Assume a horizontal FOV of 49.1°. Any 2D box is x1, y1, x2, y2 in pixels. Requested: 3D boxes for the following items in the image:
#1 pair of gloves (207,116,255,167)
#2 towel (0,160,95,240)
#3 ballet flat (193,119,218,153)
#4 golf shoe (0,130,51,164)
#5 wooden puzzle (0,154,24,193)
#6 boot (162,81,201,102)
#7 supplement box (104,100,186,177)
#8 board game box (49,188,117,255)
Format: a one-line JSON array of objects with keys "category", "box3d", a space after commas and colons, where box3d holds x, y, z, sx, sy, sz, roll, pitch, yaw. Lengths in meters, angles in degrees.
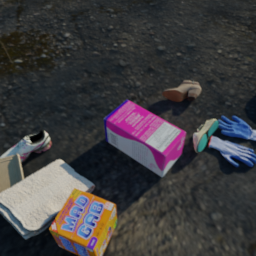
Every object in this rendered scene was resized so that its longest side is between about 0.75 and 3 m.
[{"category": "pair of gloves", "box3d": [4.468, 0.510, 11.552, 2.024, 0.287, 2.517, 24, 53, 19]}, {"category": "towel", "box3d": [-2.792, 2.234, 9.484, 1.924, 0.500, 2.903, 32, 42, 24]}, {"category": "ballet flat", "box3d": [3.065, 0.300, 11.580, 0.668, 0.668, 1.922, 31, 54, 23]}, {"category": "golf shoe", "box3d": [-4.077, 0.754, 10.902, 2.098, 0.966, 0.762, -31, 57, -22]}, {"category": "wooden puzzle", "box3d": [-4.696, 2.002, 10.044, 1.916, 0.357, 1.773, -17, 68, -9]}, {"category": "boot", "box3d": [2.597, -1.829, 13.407, 1.749, 0.614, 1.279, 12, 44, 9]}, {"category": "supplement box", "box3d": [0.602, 0.367, 10.897, 2.839, 1.437, 1.467, 33, 57, 25]}, {"category": "board game box", "box3d": [-1.299, 3.024, 8.636, 1.440, 1.441, 1.440, 18, 52, 15]}]
